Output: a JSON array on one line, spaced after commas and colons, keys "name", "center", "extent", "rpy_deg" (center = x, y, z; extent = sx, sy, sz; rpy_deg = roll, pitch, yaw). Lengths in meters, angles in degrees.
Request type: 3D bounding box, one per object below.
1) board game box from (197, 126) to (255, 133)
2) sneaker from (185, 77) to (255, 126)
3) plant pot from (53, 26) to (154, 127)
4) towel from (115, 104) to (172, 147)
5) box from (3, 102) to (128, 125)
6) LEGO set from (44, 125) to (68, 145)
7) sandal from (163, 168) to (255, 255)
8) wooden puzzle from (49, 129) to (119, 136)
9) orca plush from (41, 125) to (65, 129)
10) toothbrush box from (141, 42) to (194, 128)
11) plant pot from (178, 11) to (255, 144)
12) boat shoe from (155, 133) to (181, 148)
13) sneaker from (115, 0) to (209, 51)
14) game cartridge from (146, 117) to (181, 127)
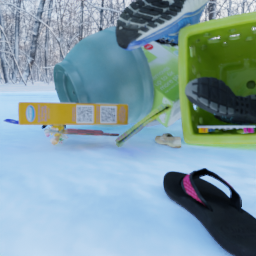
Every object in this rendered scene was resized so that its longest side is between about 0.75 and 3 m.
[{"name": "board game box", "center": [2.148, 0.024, 6.041], "extent": [1.095, 0.142, 1.095], "rpy_deg": [0, 0, 25]}, {"name": "sneaker", "center": [2.095, -0.436, 6.158], "extent": [2.154, 0.812, 0.854], "rpy_deg": [17, -23, -19]}, {"name": "plant pot", "center": [-0.916, -1.228, 8.031], "extent": [1.949, 2.909, 2.909], "rpy_deg": [-23, 19, -27]}, {"name": "towel", "center": [0.264, -0.054, 5.514], "extent": [1.208, 0.192, 1.682], "rpy_deg": [-37, 0, -1]}, {"name": "box", "center": [-1.322, -0.307, 5.945], "extent": [2.374, 0.492, 1.413], "rpy_deg": [2, 3, -18]}, {"name": "LEGO set", "center": [-1.580, 0.199, 6.400], "extent": [0.458, 0.370, 0.995], "rpy_deg": [-32, 27, -15]}, {"name": "sandal", "center": [0.850, 0.682, 2.866], "extent": [0.631, 0.378, 1.679], "rpy_deg": [-2, 9, -13]}, {"name": "wooden puzzle", "center": [-0.917, 0.093, 5.824], "extent": [1.401, 0.098, 0.831], "rpy_deg": [4, -3, -28]}, {"name": "orca plush", "center": [-1.899, -0.100, 7.523], "extent": [1.297, 0.461, 0.682], "rpy_deg": [-16, -10, 35]}, {"name": "toothbrush box", "center": [0.908, -1.732, 8.663], "extent": [2.095, 1.239, 2.878], "rpy_deg": [-36, 63, -25]}, {"name": "plant pot", "center": [2.721, -0.995, 6.471], "extent": [2.567, 2.554, 2.329], "rpy_deg": [-2, 2, 26]}, {"name": "boat shoe", "center": [0.863, 0.232, 6.051], "extent": [0.290, 0.261, 0.804], "rpy_deg": [-5, 10, -27]}, {"name": "sneaker", "center": [0.869, -2.276, 6.339], "extent": [2.809, 1.252, 1.103], "rpy_deg": [-35, 55, -30]}, {"name": "game cartridge", "center": [0.721, -0.894, 9.014], "extent": [1.284, 0.390, 1.926], "rpy_deg": [-10, 55, -17]}]
